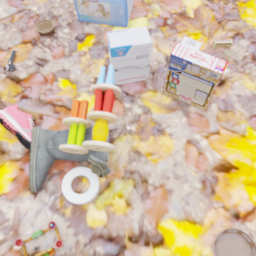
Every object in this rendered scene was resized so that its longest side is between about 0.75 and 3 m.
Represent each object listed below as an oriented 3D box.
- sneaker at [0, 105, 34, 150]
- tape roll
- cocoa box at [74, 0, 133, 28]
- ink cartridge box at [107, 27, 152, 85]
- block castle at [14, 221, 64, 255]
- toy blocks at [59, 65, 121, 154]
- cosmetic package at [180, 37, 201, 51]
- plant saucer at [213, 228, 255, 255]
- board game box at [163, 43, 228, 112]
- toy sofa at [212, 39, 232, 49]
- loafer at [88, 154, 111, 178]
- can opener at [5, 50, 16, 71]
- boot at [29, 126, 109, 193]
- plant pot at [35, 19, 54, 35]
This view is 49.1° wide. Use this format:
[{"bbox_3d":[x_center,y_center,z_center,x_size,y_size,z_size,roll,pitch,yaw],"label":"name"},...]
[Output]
[{"bbox_3d":[-4.020,-0.092,10.877,2.407,0.887,1.044,39,59,14],"label":"sneaker"},{"bbox_3d":[-1.709,2.087,10.129,1.354,0.247,1.354,0,63,1],"label":"tape roll"},{"bbox_3d":[-1.122,-6.137,13.405,2.549,1.700,1.672,10,66,5],"label":"cocoa box"},{"bbox_3d":[0.046,-2.911,11.536,1.595,2.199,0.921,-11,62,-5],"label":"ink cartridge box"},{"bbox_3d":[-2.850,3.760,9.064,1.393,0.653,0.931,-25,66,-12],"label":"block castle"},{"bbox_3d":[-1.247,-0.607,9.378,2.313,1.008,2.775,-9,68,43],"label":"toy blocks"},{"bbox_3d":[2.614,-3.283,12.388,0.823,0.998,0.824,27,67,13],"label":"cosmetic package"},{"bbox_3d":[3.473,4.050,9.150,1.442,0.248,1.442,0,64,1],"label":"plant saucer"},{"bbox_3d":[2.454,-1.846,10.783,1.959,2.586,0.599,26,67,12],"label":"board game box"},{"bbox_3d":[4.390,-3.969,13.097,0.856,0.355,0.418,-2,65,-1],"label":"toy sofa"},{"bbox_3d":[-0.994,1.373,9.514,0.557,1.482,0.516,31,74,29],"label":"loafer"},{"bbox_3d":[-5.282,-3.026,12.713,0.363,0.288,1.093,19,61,-30],"label":"can opener"},{"bbox_3d":[-2.117,1.102,10.237,2.809,1.019,2.554,4,91,-20],"label":"boot"},{"bbox_3d":[-3.974,-4.777,13.477,0.861,0.397,0.861,0,64,-1],"label":"plant pot"}]
